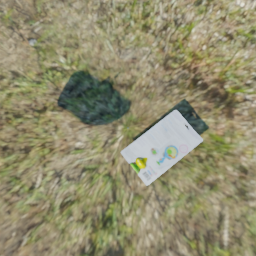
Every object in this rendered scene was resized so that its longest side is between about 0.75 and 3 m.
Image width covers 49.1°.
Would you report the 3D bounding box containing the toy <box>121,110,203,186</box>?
[{"bbox_3d":[0.814,0.484,6.909,1.772,0.418,1.020,-37,79,-12],"label":"toy"}]
